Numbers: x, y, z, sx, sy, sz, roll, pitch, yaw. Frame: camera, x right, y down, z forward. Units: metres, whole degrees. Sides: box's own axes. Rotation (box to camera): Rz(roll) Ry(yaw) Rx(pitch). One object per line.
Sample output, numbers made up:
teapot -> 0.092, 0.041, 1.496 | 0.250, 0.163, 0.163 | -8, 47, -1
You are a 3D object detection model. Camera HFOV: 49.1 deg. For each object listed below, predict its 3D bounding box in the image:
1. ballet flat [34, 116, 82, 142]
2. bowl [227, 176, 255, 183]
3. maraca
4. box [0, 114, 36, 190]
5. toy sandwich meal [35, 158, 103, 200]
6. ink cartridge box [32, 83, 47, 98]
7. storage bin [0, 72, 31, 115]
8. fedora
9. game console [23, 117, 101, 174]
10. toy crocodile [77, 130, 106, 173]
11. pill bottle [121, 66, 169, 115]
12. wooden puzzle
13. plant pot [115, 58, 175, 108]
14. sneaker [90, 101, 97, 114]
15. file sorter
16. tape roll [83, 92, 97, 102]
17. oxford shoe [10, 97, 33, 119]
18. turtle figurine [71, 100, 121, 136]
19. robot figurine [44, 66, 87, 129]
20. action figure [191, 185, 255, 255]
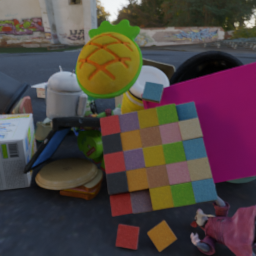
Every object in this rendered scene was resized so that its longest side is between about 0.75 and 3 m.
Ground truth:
ballet flat -> -2.149, -0.181, 9.545 | 0.803, 0.803, 2.312 | 15, 24, 36
bowl -> 2.503, 0.529, 6.534 | 1.866, 0.976, 1.866 | -7, 53, 9
maraca -> -0.387, -1.514, 5.958 | 1.424, 1.111, 2.077 | 2, 64, 8
box -> -2.954, 0.494, 6.925 | 1.082, 1.201, 2.136 | -4, 20, -12
toy sandwich meal -> -1.288, 1.137, 6.251 | 1.504, 0.515, 1.504 | -3, 18, 1
ink cartridge box -> -4.046, -2.011, 14.926 | 1.145, 0.675, 1.989 | 9, 21, 24
storage bin -> -4.075, -0.773, 8.346 | 1.301, 1.938, 1.410 | 34, 29, -19
fedora -> 2.874, -1.209, 10.138 | 2.976, 2.976, 1.359 | 7, -5, 20
game console -> -1.254, 0.347, 6.725 | 1.859, 1.230, 2.114 | 2, 3, -1
toy crocodile -> -0.236, 0.781, 6.441 | 2.778, 0.858, 0.938 | 33, 28, 30
pill bottle -> 0.383, -0.662, 7.825 | 1.112, 1.985, 1.112 | 5, 56, -7
wooden puzzle -> 0.459, 0.527, 4.819 | 1.748, 2.947, 0.207 | -11, -18, 6
plant pot -> 0.548, -1.279, 10.619 | 2.002, 2.000, 1.773 | 1, -9, -39
sneaker -> -1.717, -0.862, 11.938 | 0.635, 0.592, 1.602 | -17, 18, -18
file sorter -> 1.976, -0.018, 5.817 | 2.780, 1.932, 1.743 | -14, -5, 14
tape roll -> -1.963, -1.288, 12.063 | 2.095, 0.504, 2.095 | -18, 9, 3
oxford shoe -> -4.225, -0.626, 10.687 | 1.035, 0.993, 2.805 | -9, 10, -16
turtle figurine -> -1.155, -0.612, 9.257 | 1.714, 1.272, 1.767 | -10, 49, -17
robot figurine -> -1.833, -0.829, 8.151 | 1.539, 1.815, 1.025 | 16, 21, 22
action figure -> 1.630, 1.593, 4.408 | 1.183, 1.065, 1.589 | 37, -19, -13
